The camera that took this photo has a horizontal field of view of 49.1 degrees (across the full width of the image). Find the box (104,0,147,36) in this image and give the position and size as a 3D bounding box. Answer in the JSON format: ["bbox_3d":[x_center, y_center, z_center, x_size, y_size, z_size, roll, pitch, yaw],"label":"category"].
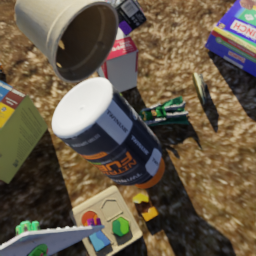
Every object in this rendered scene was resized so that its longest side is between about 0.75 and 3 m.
[{"bbox_3d":[-0.117,-3.557,8.269,0.788,0.908,1.485,-33,42,19],"label":"box"}]

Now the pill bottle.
[{"bbox_3d":[-0.207,0.325,6.128,1.463,2.755,1.463,-22,45,23],"label":"pill bottle"}]

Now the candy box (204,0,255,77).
[{"bbox_3d":[4.898,-3.754,10.864,2.508,1.142,2.966,36,72,13],"label":"candy box"}]

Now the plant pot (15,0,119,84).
[{"bbox_3d":[-1.792,-2.741,7.561,2.102,2.297,2.297,39,71,18],"label":"plant pot"}]

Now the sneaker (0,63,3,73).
[{"bbox_3d":[-5.012,-2.436,10.759,0.345,0.349,0.893,-3,64,-24],"label":"sneaker"}]

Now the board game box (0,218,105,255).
[{"bbox_3d":[-1.589,2.029,4.988,1.737,1.737,0.225,-35,59,26],"label":"board game box"}]

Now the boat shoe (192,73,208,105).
[{"bbox_3d":[2.695,-1.470,10.217,0.436,0.474,1.327,-10,62,1],"label":"boat shoe"}]

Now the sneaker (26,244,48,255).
[{"bbox_3d":[-1.516,1.974,4.094,0.322,0.295,0.769,5,30,42],"label":"sneaker"}]

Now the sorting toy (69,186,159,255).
[{"bbox_3d":[-0.367,2.678,8.439,2.371,0.317,1.766,-28,69,-12],"label":"sorting toy"}]

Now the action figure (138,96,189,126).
[{"bbox_3d":[1.116,-0.481,9.791,1.861,0.509,1.099,-11,69,-1],"label":"action figure"}]

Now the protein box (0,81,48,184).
[{"bbox_3d":[-3.984,0.114,8.509,1.549,2.279,2.296,25,68,11],"label":"protein box"}]

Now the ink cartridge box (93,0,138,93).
[{"bbox_3d":[-0.747,-2.968,9.984,1.198,2.087,2.874,-21,68,-9],"label":"ink cartridge box"}]
